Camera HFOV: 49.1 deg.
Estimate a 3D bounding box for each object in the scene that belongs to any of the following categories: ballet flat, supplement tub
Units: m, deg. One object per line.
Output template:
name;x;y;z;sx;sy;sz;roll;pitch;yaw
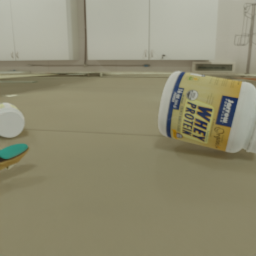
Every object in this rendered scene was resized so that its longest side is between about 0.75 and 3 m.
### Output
ballet flat;-2.962;0.810;6.403;0.521;0.478;1.517;27;34;30
supplement tub;-4.325;-0.273;10.010;1.073;1.073;1.480;-8;17;-28
supplement tub;2.473;-0.441;8.139;2.814;2.032;2.032;14;19;19
